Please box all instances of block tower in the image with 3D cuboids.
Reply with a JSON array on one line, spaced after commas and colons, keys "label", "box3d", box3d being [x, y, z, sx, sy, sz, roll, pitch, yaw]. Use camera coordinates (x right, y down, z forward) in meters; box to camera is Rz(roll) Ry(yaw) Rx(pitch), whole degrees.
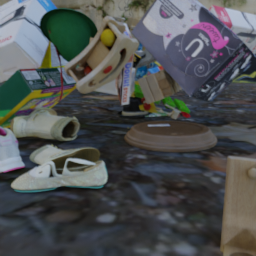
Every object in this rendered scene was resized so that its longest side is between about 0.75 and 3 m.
[{"label": "block tower", "box3d": [1.309, -1.527, 9.293, 0.808, 0.864, 2.990, -18, 9, 27]}]

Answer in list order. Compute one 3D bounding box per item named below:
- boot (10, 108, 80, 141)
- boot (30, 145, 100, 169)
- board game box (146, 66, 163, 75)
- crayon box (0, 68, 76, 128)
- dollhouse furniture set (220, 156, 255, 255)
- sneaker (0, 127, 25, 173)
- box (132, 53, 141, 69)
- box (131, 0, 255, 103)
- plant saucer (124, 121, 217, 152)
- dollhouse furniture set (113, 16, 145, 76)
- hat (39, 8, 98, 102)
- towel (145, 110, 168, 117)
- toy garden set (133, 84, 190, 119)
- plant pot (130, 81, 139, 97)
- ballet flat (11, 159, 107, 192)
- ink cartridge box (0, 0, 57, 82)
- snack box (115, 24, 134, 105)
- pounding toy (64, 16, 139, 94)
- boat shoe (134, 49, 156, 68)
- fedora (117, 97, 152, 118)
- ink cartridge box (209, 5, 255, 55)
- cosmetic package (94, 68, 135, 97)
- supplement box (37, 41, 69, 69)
[{"label": "boot", "box3d": [-2.353, -0.122, 8.946, 1.758, 0.819, 2.273, 4, 13, 12]}, {"label": "boot", "box3d": [-1.390, 0.625, 6.192, 1.298, 0.468, 1.004, -12, 16, -39]}, {"label": "board game box", "box3d": [1.589, -2.303, 12.725, 0.972, 0.256, 1.270, -21, 54, -28]}, {"label": "crayon box", "box3d": [-3.362, -0.995, 9.515, 2.504, 0.846, 2.902, -33, 1, 22]}, {"label": "dollhouse furniture set", "box3d": [1.467, 1.067, 2.331, 1.363, 1.168, 1.433, 5, 13, 22]}, {"label": "sneaker", "box3d": [-3.020, 0.358, 6.422, 1.979, 0.873, 0.805, 10, 16, 41]}, {"label": "box", "box3d": [-0.565, -2.404, 10.469, 1.590, 0.491, 1.991, 34, -24, -5]}, {"label": "box", "box3d": [1.779, -2.369, 7.862, 1.614, 1.859, 2.814, 0, 47, -55]}, {"label": "plant saucer", "box3d": [1.268, 0.173, 8.518, 2.773, 0.409, 2.773, -1, 12, 0]}, {"label": "dollhouse furniture set", "box3d": [0.100, -3.668, 12.496, 2.019, 2.304, 1.531, 11, 22, -7]}, {"label": "hat", "box3d": [-1.526, -1.837, 7.223, 1.485, 1.578, 1.793, -5, -22, 14]}, {"label": "towel", "box3d": [1.214, -0.678, 13.145, 1.268, 0.148, 0.967, -4, 13, -17]}, {"label": "toy garden set", "box3d": [1.483, -0.966, 12.564, 2.696, 0.538, 2.247, 18, 24, -15]}, {"label": "plant pot", "box3d": [0.327, -2.124, 17.053, 1.555, 1.372, 1.555, 0, 12, 0]}, {"label": "ballet flat", "box3d": [-1.234, 0.816, 5.089, 1.702, 0.531, 0.574, -2, 12, -8]}, {"label": "ink cartridge box", "box3d": [-3.816, -3.204, 9.686, 2.087, 2.886, 1.215, -12, -36, 25]}, {"label": "snack box", "box3d": [-0.117, -1.514, 7.077, 0.251, 2.067, 0.743, -10, 56, -11]}, {"label": "pounding toy", "box3d": [-0.821, -1.575, 6.061, 1.177, 1.181, 2.059, -25, -16, -45]}, {"label": "boat shoe", "box3d": [0.770, -2.602, 10.367, 0.758, 0.657, 1.779, 1, -3, -28]}, {"label": "fedora", "box3d": [0.295, -1.021, 12.842, 1.845, 0.843, 1.845, -4, 13, 1]}, {"label": "ink cartridge box", "box3d": [3.381, -2.990, 9.355, 2.141, 0.908, 1.559, 1, -32, -21]}, {"label": "cosmetic package", "box3d": [-0.527, -1.561, 9.041, 1.445, 0.815, 0.586, 12, 34, 11]}, {"label": "supplement box", "box3d": [-3.173, -2.712, 11.684, 1.197, 2.186, 1.190, 19, 26, 33]}]
